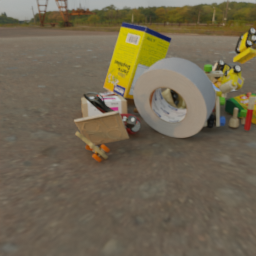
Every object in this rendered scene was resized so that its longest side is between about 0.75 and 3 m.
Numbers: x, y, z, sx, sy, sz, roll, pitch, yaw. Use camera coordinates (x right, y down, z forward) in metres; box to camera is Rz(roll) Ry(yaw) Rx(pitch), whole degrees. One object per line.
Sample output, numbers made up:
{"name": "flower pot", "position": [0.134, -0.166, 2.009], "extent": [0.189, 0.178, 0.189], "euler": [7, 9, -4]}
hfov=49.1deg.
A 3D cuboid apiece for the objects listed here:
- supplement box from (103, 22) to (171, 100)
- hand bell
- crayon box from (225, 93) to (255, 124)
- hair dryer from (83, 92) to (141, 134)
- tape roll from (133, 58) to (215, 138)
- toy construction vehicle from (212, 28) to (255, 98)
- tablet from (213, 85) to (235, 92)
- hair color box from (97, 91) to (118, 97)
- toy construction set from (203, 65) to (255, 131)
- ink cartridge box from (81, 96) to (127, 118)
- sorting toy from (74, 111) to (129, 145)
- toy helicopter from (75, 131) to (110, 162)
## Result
{"name": "supplement box", "position": [0.340, -2.610, 11.380], "extent": [1.494, 2.745, 1.503], "euler": [5, 19, -43]}
{"name": "hand bell", "position": [0.945, -0.847, 9.655], "extent": [1.943, 1.012, 1.012], "euler": [-16, 8, 41]}
{"name": "crayon box", "position": [4.669, -0.628, 9.883], "extent": [1.312, 0.525, 2.067], "euler": [-17, 30, -26]}
{"name": "hair dryer", "position": [-0.368, -0.444, 8.382], "extent": [1.729, 0.617, 2.270], "euler": [36, -11, 9]}
{"name": "tape roll", "position": [1.296, -0.827, 8.092], "extent": [2.274, 2.274, 0.751], "euler": [14, 43, 30]}
{"name": "toy construction vehicle", "position": [3.915, -2.061, 10.466], "extent": [0.895, 2.541, 2.212], "euler": [29, -24, -11]}
{"name": "tablet", "position": [4.525, -2.039, 13.981], "extent": [1.050, 0.110, 1.613], "euler": [-5, 22, -11]}
{"name": "hair color box", "position": [-0.887, -1.396, 12.228], "extent": [0.471, 0.271, 0.849], "euler": [18, 27, 40]}
{"name": "toy construction set", "position": [2.919, -1.049, 9.191], "extent": [2.385, 1.832, 1.989], "euler": [14, 24, 29]}
{"name": "ink cartridge box", "position": [-0.892, -0.769, 10.129], "extent": [1.555, 0.584, 1.281], "euler": [-4, 14, -11]}
{"name": "sorting toy", "position": [-0.674, 0.016, 7.452], "extent": [1.176, 1.271, 0.232], "euler": [-11, 53, 8]}
{"name": "toy helicopter", "position": [-0.937, 0.449, 7.250], "extent": [1.038, 0.409, 0.686], "euler": [39, -6, 6]}
